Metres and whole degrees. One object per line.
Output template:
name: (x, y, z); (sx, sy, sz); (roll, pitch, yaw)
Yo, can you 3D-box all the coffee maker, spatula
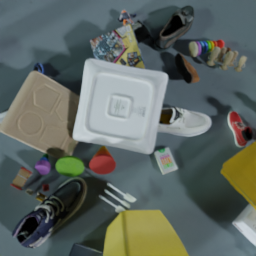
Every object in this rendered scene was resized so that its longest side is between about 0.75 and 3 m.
coffee maker: (0.264, -3.625, 11.372); (1.153, 0.777, 1.108); (-39, 65, -8)
spatula: (-0.381, 2.349, 9.235); (1.081, 0.087, 0.752); (33, 106, -2)

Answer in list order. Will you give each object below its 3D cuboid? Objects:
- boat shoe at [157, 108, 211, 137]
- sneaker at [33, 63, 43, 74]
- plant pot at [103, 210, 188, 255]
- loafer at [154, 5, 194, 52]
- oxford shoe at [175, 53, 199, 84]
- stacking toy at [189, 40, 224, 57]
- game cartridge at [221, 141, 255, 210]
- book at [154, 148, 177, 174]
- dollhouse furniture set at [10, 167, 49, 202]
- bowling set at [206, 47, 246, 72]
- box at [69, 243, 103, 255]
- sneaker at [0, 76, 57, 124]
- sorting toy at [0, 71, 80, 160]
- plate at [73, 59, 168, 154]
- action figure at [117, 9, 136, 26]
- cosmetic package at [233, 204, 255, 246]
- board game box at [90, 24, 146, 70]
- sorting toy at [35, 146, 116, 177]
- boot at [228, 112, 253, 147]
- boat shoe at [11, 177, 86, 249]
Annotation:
boat shoe: (1.705, -0.308, 10.089); (2.647, 0.924, 0.938); (5, 70, 3)
sneaker: (-3.619, -2.160, 11.063); (0.371, 0.412, 1.057); (-3, 70, 0)
plant pot: (0.312, 3.438, 8.059); (1.931, 1.931, 1.703); (7, 47, -26)
loafer: (2.036, -4.263, 11.630); (0.924, 0.809, 2.571); (34, 73, 12)
oxford shoe: (2.322, -2.351, 11.120); (0.548, 0.549, 1.538); (-7, 60, -28)
stacking toy: (3.252, -3.300, 11.463); (1.439, 0.614, 0.614); (-12, 70, -12)
game cartridge: (4.494, 1.578, 8.738); (2.172, 0.400, 2.464); (-32, 54, -8)
book: (1.336, 1.168, 9.967); (0.557, 0.200, 0.833); (-18, 69, -11)
dollhouse furniture set: (-3.255, 1.952, 9.564); (1.306, 0.531, 0.703); (31, 71, -7)
bowling set: (3.967, -2.745, 11.228); (1.425, 0.765, 0.992); (25, 31, 11)
box: (-1.104, 4.514, 8.561); (1.763, 0.450, 1.390); (20, 70, 6)
sneaker: (-3.665, -1.069, 10.398); (2.642, 0.934, 1.310); (-23, 71, -17)
sorting toy: (-2.778, -0.378, 9.888); (2.566, 0.468, 2.375); (29, 80, -17)
plate: (-0.295, -0.714, 9.607); (2.920, 0.472, 2.913); (11, 94, 0)
action figure: (0.030, -4.717, 12.003); (0.903, 0.472, 0.874); (-26, 80, -10)
cosmetic package: (4.905, 2.545, 8.988); (2.821, 1.044, 1.434); (-43, 73, -16)
board game box: (-0.305, -2.455, 10.622); (1.731, 0.442, 2.555); (-18, 77, 10)
sorting toy: (-1.805, 1.058, 9.815); (2.749, 0.953, 0.947); (-4, 40, 1)
boot: (4.028, -0.095, 9.990); (0.500, 0.996, 1.380); (-10, 68, -2)
boat shoe: (-2.392, 2.628, 8.830); (1.015, 1.260, 2.718); (36, 74, 12)
